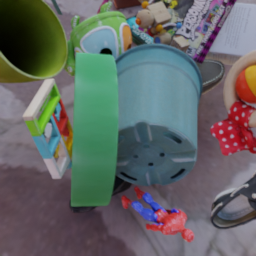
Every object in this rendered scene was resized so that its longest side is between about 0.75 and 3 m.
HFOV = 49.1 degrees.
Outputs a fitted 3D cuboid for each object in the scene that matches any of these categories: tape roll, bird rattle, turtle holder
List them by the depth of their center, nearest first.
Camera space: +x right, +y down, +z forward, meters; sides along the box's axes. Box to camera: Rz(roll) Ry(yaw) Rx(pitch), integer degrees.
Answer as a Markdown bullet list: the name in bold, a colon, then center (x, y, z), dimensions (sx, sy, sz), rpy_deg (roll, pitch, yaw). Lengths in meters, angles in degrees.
- **bird rattle**: center (2.424, -0.511, 5.153), dimensions (1.240, 2.201, 1.795), rpy_deg (3, 68, -23)
- **tape roll**: center (-0.718, 0.034, 5.387), dimensions (0.684, 2.847, 2.847), rpy_deg (1, 56, -10)
- **turtle holder**: center (-0.771, -2.028, 6.894), dimensions (1.827, 1.388, 1.298), rpy_deg (-21, 87, -13)

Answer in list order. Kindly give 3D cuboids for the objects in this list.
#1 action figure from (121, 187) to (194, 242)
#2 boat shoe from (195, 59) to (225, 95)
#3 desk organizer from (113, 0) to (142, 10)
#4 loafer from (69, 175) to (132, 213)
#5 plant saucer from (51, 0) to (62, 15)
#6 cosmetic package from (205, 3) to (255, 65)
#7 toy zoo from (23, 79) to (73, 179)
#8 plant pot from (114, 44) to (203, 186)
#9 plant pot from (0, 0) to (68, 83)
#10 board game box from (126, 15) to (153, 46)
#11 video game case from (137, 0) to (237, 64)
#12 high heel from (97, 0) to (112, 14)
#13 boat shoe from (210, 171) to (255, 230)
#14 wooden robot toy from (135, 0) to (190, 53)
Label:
- **action figure**: center (0.531, 1.562, 5.015), dimensions (0.577, 0.456, 1.764), rpy_deg (-25, 17, -25)
- **boat shoe**: center (1.272, -1.325, 7.655), dimensions (2.956, 0.883, 1.056), rpy_deg (-12, 82, 1)
- **desk organizer**: center (0.188, -5.779, 12.312), dimensions (1.653, 0.637, 0.593), rpy_deg (-13, 58, -8)
- **loafer**: center (-0.734, 1.662, 7.455), dimensions (1.814, 0.637, 0.616), rpy_deg (-24, 60, -15)
- **plant saucer**: center (-2.301, -3.943, 8.007), dimensions (0.142, 1.493, 0.522), rpy_deg (-27, 57, -3)
- **cosmetic package**: center (2.984, -2.635, 8.067), dimensions (1.689, 1.414, 1.405), rpy_deg (13, 95, 16)
- **toy zoo**: center (-1.553, 0.147, 6.014), dimensions (0.205, 2.004, 1.315), rpy_deg (-3, 40, 10)
- **plant pot**: center (0.476, -0.186, 5.955), dimensions (2.350, 2.350, 2.302), rpy_deg (6, 42, 4)
- **plant pot**: center (-2.953, -1.885, 6.726), dimensions (2.164, 2.025, 2.025), rpy_deg (-11, 49, 35)
- **board game box**: center (1.122, -3.698, 11.112), dimensions (1.807, 0.376, 2.672), rpy_deg (-33, 63, -19)
- **video game case**: center (1.599, -3.289, 7.330), dimensions (2.246, 2.478, 0.444), rpy_deg (41, 27, 30)
- **high heel**: center (-0.732, -4.110, 8.959), dimensions (0.499, 0.350, 1.039), rpy_deg (48, 109, 16)
- **boat shoe**: center (2.051, 1.139, 4.474), dimensions (0.684, 1.810, 0.546), rpy_deg (40, 41, 6)
- **wooden robot toy**: center (0.570, -2.619, 7.111), dimensions (0.967, 0.939, 2.131), rpy_deg (-28, 84, -32)
